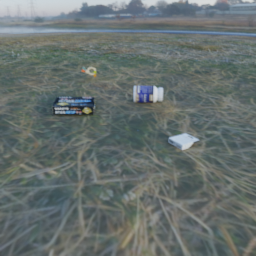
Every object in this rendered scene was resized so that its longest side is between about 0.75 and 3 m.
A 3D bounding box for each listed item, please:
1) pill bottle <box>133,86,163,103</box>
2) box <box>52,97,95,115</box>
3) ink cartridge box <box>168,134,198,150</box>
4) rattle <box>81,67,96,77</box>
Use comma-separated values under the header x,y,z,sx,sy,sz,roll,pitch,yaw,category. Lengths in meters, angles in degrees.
x,y,z,sx,sy,sz,roll,pitch,yaw,category
1.038,-1.752,14.613,1.495,0.865,0.865,1,25,4,pill bottle
-2.588,-1.078,13.577,1.925,0.443,1.530,0,23,-5,box
2.095,0.510,10.568,0.906,0.258,0.736,-8,25,-35,ink cartridge box
-2.583,-3.627,18.327,0.934,0.608,0.668,-6,-1,-11,rattle
